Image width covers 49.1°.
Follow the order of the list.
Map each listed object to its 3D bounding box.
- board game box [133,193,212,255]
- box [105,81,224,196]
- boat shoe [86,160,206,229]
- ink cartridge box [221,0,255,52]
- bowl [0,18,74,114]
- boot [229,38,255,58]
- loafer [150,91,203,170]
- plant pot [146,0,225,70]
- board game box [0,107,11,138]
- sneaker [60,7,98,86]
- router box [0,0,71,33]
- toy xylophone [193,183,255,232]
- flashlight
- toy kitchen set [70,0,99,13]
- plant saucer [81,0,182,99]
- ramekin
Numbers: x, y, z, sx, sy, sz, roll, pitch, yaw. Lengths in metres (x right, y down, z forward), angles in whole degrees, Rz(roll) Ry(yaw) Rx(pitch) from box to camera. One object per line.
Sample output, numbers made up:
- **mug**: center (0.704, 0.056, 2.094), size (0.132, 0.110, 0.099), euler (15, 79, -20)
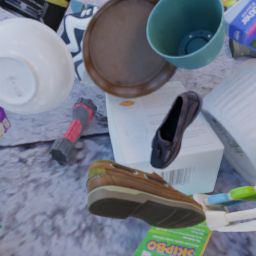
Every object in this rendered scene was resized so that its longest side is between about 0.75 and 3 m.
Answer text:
- **board game box**: center (1.142, 2.200, 6.003), size (1.130, 0.355, 2.366), euler (15, 32, 28)
- **box**: center (0.709, 0.249, 7.178), size (2.187, 1.527, 2.872), euler (-8, 39, -7)
- **boat shoe**: center (0.284, 0.768, 3.275), size (1.646, 0.592, 0.559), euler (25, 38, -33)
- **ink cartridge box**: center (2.142, -2.894, 5.753), size (2.835, 0.595, 1.692), euler (42, 90, 21)
- **bowl**: center (-2.005, -0.984, 5.176), size (1.887, 1.887, 0.848), euler (2, 27, 2)
- **boot**: center (5.164, -3.418, 11.353), size (1.923, 0.698, 1.749), euler (-1, 61, 9)
- **loafer**: center (0.674, 0.056, 4.659), size (0.476, 1.512, 0.543), euler (0, 33, -47)
- **plant pot**: center (1.193, -1.753, 5.364), size (1.376, 1.104, 1.376), euler (-6, 76, 25)
- **board game box**: center (-3.738, -0.758, 5.627), size (1.361, 2.642, 1.385), euler (-8, 29, 9)
- **sneaker**: center (-0.747, -2.707, 6.928), size (1.914, 2.941, 1.174), euler (44, 26, 28)
- **router box**: center (-2.796, -4.031, 7.884), size (2.375, 1.868, 0.620), euler (19, 14, -42)
- **toy xylophone**: center (2.286, 0.988, 4.102), size (2.835, 2.076, 0.712), euler (-24, 60, 27)
- **flashlight**: center (-1.588, 0.004, 8.145), size (0.730, 0.732, 2.155), euler (36, 43, -13)
- **toy kitchen set**: center (-0.550, -3.793, 7.924), size (2.108, 1.689, 1.242), euler (20, 6, 12)
- **plant saucer**: center (0.118, -1.767, 6.184), size (2.343, 2.343, 0.403), euler (-13, 34, -12)
- **ramekin**: center (3.044, 0.045, 6.723), size (1.570, 2.992, 2.992), euler (-35, 52, 4)
